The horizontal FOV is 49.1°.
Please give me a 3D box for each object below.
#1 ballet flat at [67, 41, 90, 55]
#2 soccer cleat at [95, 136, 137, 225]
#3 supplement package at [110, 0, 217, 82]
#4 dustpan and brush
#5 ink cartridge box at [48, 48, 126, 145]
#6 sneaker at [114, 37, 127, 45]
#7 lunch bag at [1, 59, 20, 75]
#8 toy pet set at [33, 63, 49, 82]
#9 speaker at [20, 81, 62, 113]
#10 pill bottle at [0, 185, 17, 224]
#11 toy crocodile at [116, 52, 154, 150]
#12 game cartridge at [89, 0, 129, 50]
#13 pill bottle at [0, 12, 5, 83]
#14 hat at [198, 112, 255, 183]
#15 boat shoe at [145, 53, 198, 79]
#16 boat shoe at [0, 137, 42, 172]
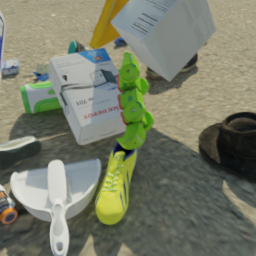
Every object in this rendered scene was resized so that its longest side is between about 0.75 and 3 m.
[{"bbox_3d":[-1.945,-2.862,11.765,1.073,1.073,2.937,-9,31,-12],"label":"ballet flat"},{"bbox_3d":[-0.265,1.065,6.328,0.742,0.960,2.294,7,37,9],"label":"soccer cleat"},{"bbox_3d":[1.117,-3.053,8.397,2.199,2.103,1.617,-48,53,2],"label":"supplement package"},{"bbox_3d":[-1.441,1.499,5.826,2.093,0.858,2.999,-9,37,-12],"label":"dustpan and brush"},{"bbox_3d":[-1.051,-0.987,8.248,1.815,1.064,2.479,-19,64,-23],"label":"ink cartridge box"},{"bbox_3d":[-0.281,-4.458,14.266,0.467,0.412,1.048,28,44,36],"label":"sneaker"},{"bbox_3d":[-4.962,-2.558,11.758,0.742,0.350,0.925,-11,37,-12],"label":"lunch bag"},{"bbox_3d":[-3.145,-2.102,11.131,1.230,0.653,1.149,10,3,8],"label":"toy pet set"},{"bbox_3d":[-2.299,-1.122,9.275,2.284,1.010,1.010,-13,38,-17],"label":"speaker"},{"bbox_3d":[-2.721,1.635,5.967,0.484,0.484,0.911,-30,47,-34],"label":"pill bottle"},{"bbox_3d":[0.050,-0.485,4.622,0.532,0.582,1.724,-14,67,18],"label":"toy crocodile"},{"bbox_3d":[-0.148,-4.083,9.738,0.430,2.651,2.337,48,55,3],"label":"game cartridge"},{"bbox_3d":[-3.368,-1.896,5.748,1.539,1.539,2.571,-6,59,-8],"label":"pill bottle"},{"bbox_3d":[3.237,0.212,7.422,2.630,1.061,2.630,0,36,0],"label":"hat"},{"bbox_3d":[1.929,-2.865,11.581,2.798,1.026,1.042,-28,45,-32],"label":"boat shoe"},{"bbox_3d":[-3.112,0.641,7.244,1.686,0.621,0.541,-23,36,-34],"label":"boat shoe"}]
